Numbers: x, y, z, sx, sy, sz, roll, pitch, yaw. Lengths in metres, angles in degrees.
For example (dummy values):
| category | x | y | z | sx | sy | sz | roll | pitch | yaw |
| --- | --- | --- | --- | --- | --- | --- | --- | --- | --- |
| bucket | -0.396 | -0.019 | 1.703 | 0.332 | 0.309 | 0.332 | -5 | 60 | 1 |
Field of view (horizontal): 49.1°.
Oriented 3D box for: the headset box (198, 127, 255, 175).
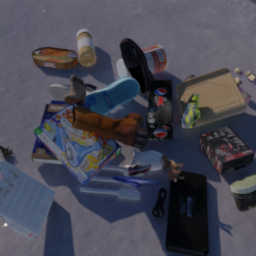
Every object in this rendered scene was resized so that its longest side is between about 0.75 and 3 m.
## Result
| category | x | y | z | sx | sy | sz | roll | pitch | yaw |
| --- | --- | --- | --- | --- | --- | --- | --- | --- | --- |
| headset box | 3.623 | 0.857 | 10.322 | 1.315 | 0.664 | 1.769 | -15 | 41 | -11 |

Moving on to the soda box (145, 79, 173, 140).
| category | x | y | z | sx | sy | sz | roll | pitch | yaw |
| --- | --- | --- | --- | --- | --- | --- | --- | --- | --- |
| soda box | 1.392 | -0.845 | 11.955 | 1.059 | 0.948 | 2.992 | -1 | 44 | 10 |

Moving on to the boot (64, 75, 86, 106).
| category | x | y | z | sx | sy | sz | roll | pitch | yaw |
| --- | --- | --- | --- | --- | --- | --- | --- | --- | --- |
| boot | -1.987 | -1.429 | 10.390 | 0.525 | 1.496 | 1.094 | -7 | 82 | 12 |

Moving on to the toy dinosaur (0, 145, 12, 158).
| category | x | y | z | sx | sy | sz | roll | pitch | yaw |
| --- | --- | --- | --- | --- | --- | --- | --- | --- | --- |
| toy dinosaur | -4.650 | 0.963 | 10.677 | 0.404 | 0.304 | 0.790 | -33 | 59 | -13 |

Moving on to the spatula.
| category | x | y | z | sx | sy | sz | roll | pitch | yaw |
| --- | --- | --- | --- | --- | --- | --- | --- | --- | --- |
| spatula | -0.542 | 1.813 | 9.839 | 2.081 | 0.167 | 1.447 | 4 | 46 | 6 |

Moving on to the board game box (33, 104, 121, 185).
| category | x | y | z | sx | sy | sz | roll | pitch | yaw |
| --- | --- | --- | --- | --- | --- | --- | --- | --- | --- |
| board game box | -1.834 | 0.488 | 10.118 | 2.716 | 0.468 | 1.839 | 40 | 65 | 19 |

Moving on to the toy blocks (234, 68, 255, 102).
| category | x | y | z | sx | sy | sz | roll | pitch | yaw |
| --- | --- | --- | --- | --- | --- | --- | --- | --- | --- |
| toy blocks | 5.182 | -1.717 | 12.749 | 1.333 | 1.584 | 1.480 | 32 | 24 | -28 |

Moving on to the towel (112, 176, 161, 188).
| category | x | y | z | sx | sy | sz | roll | pitch | yaw |
| --- | --- | --- | --- | --- | --- | --- | --- | --- | --- |
| towel | 0.280 | 1.725 | 9.019 | 1.044 | 0.172 | 1.442 | 8 | -4 | 36 |

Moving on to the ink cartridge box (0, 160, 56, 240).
| category | x | y | z | sx | sy | sz | roll | pitch | yaw |
| --- | --- | --- | --- | --- | --- | --- | --- | --- | --- |
| ink cartridge box | -3.302 | 2.114 | 8.320 | 2.023 | 0.507 | 1.641 | 35 | 31 | -17 |

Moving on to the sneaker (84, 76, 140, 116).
| category | x | y | z | sx | sy | sz | roll | pitch | yaw |
| --- | --- | --- | --- | --- | --- | --- | --- | --- | --- |
| sneaker | -0.818 | -1.433 | 12.715 | 2.900 | 1.153 | 1.893 | -20 | 15 | 8 |

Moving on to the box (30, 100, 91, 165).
| category | x | y | z | sx | sy | sz | roll | pitch | yaw |
| --- | --- | --- | --- | --- | --- | --- | --- | --- | --- |
| box | -2.538 | 0.012 | 10.962 | 1.783 | 0.477 | 2.943 | 5 | 56 | 0 |

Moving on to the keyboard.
| category | x | y | z | sx | sy | sz | roll | pitch | yaw |
| --- | --- | --- | --- | --- | --- | --- | --- | --- | --- |
| keyboard | 1.646 | 2.534 | 8.942 | 1.726 | 0.369 | 2.875 | 11 | 44 | 3 |

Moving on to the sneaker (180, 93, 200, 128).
| category | x | y | z | sx | sy | sz | roll | pitch | yaw |
| --- | --- | --- | --- | --- | --- | --- | --- | --- | --- |
| sneaker | 2.698 | -0.672 | 11.553 | 0.665 | 0.656 | 1.739 | 12 | 63 | 27 |

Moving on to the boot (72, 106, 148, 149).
| category | x | y | z | sx | sy | sz | roll | pitch | yaw |
| --- | --- | --- | --- | --- | --- | --- | --- | --- | --- |
| boot | -0.783 | -0.204 | 10.399 | 2.705 | 0.926 | 2.547 | 16 | 27 | -14 |

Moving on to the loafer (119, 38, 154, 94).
| category | x | y | z | sx | sy | sz | roll | pitch | yaw |
| --- | --- | --- | --- | --- | --- | --- | --- | --- | --- |
| loafer | 0.390 | -2.793 | 12.892 | 0.972 | 2.705 | 0.852 | -10 | 34 | 39 |

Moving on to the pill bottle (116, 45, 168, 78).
| category | x | y | z | sx | sy | sz | roll | pitch | yaw |
| --- | --- | --- | --- | --- | --- | --- | --- | --- | --- |
| pill bottle | 0.713 | -3.277 | 14.297 | 2.441 | 1.369 | 1.369 | -22 | 48 | -22 |

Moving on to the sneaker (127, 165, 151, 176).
| category | x | y | z | sx | sy | sz | roll | pitch | yaw |
| --- | --- | --- | --- | --- | --- | --- | --- | --- | --- |
| sneaker | 0.391 | 1.399 | 9.647 | 0.839 | 0.338 | 0.313 | -13 | 59 | -2 |

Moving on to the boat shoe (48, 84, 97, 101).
| category | x | y | z | sx | sy | sz | roll | pitch | yaw |
| --- | --- | --- | --- | --- | --- | --- | --- | --- | --- |
| boat shoe | -2.532 | -1.699 | 13.158 | 2.230 | 0.833 | 1.034 | 15 | 36 | 8 |

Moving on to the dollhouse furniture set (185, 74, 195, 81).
| category | x | y | z | sx | sy | sz | roll | pitch | yaw |
| --- | --- | --- | --- | --- | --- | --- | --- | --- | --- |
| dollhouse furniture set | 3.239 | -2.205 | 14.030 | 0.813 | 0.562 | 0.861 | 52 | 29 | 16 |

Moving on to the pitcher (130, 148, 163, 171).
| category | x | y | z | sx | sy | sz | roll | pitch | yaw |
| --- | --- | --- | --- | --- | --- | --- | --- | --- | --- |
| pitcher | 0.653 | 1.259 | 10.070 | 1.128 | 0.684 | 0.968 | 10 | 61 | 10 |

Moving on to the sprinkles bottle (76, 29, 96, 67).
| category | x | y | z | sx | sy | sz | roll | pitch | yaw |
| --- | --- | --- | --- | --- | --- | --- | --- | --- | --- |
| sprinkles bottle | -2.414 | -4.611 | 15.982 | 0.956 | 0.956 | 2.803 | -7 | 44 | -7 |

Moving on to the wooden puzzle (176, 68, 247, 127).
| category | x | y | z | sx | sy | sz | roll | pitch | yaw |
| --- | --- | --- | --- | --- | --- | --- | --- | --- | --- |
| wooden puzzle | 3.558 | -1.331 | 12.408 | 2.566 | 0.517 | 2.774 | -18 | 45 | 16 |

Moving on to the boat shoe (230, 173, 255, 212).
| category | x | y | z | sx | sy | sz | roll | pitch | yaw |
| --- | --- | --- | --- | --- | --- | --- | --- | --- | --- |
| boat shoe | 4.277 | 1.975 | 9.105 | 2.609 | 0.786 | 0.930 | -9 | 2 | -34 |

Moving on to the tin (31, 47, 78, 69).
| category | x | y | z | sx | sy | sz | roll | pitch | yaw |
| --- | --- | --- | --- | --- | --- | --- | --- | --- | --- |
| tin | -4.062 | -3.885 | 15.576 | 2.624 | 0.549 | 1.470 | 11 | 41 | 11 |

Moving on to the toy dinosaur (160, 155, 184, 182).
| category | x | y | z | sx | sy | sz | roll | pitch | yaw |
| --- | --- | --- | --- | --- | --- | --- | --- | --- | --- |
| toy dinosaur | 1.477 | 1.455 | 9.456 | 0.748 | 0.474 | 1.104 | -16 | 45 | 23 |
